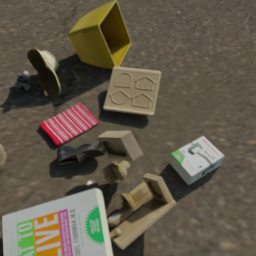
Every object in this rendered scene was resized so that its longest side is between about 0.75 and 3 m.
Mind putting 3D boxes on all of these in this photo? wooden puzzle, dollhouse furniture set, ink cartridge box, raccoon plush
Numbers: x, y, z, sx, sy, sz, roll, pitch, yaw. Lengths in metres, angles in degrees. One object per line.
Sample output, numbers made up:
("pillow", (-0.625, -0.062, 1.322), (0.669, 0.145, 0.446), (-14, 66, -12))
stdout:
("wooden puzzle", (0.150, -1.162, 9.037), (1.598, 0.399, 1.725), (8, 65, 10))
("dollhouse furniture set", (-0.331, 1.218, 6.220), (1.476, 1.811, 1.722), (-33, 13, -24))
("ink cartridge box", (1.803, 0.840, 7.434), (1.146, 0.482, 0.836), (-26, 54, -21))
("raccoon plush", (-3.422, -1.711, 9.320), (0.494, 1.022, 0.685), (19, 51, -37))

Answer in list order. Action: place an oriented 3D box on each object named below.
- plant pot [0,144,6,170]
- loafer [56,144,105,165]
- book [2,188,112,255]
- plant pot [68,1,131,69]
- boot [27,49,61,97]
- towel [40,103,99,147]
("plant pot", (-3.708, 0.571, 6.978), (1.125, 0.976, 1.125), (7, 55, -10))
("loafer", (-1.257, 0.755, 7.506), (1.341, 0.488, 0.485), (-8, 46, 8))
("book", (-1.463, 2.264, 5.713), (2.187, 0.526, 1.461), (-19, 62, 10))
("plant pot", (-1.086, -3.276, 10.203), (1.543, 1.750, 1.750), (1, 49, 26))
("boot", (-2.673, -1.903, 9.583), (0.598, 1.660, 1.284), (-26, 10, 9))
("towel", (-1.788, -0.133, 8.478), (1.491, 0.168, 1.078), (-31, 57, -24))
